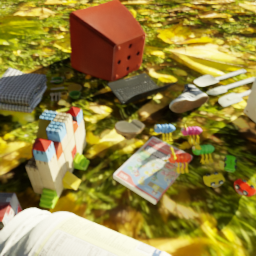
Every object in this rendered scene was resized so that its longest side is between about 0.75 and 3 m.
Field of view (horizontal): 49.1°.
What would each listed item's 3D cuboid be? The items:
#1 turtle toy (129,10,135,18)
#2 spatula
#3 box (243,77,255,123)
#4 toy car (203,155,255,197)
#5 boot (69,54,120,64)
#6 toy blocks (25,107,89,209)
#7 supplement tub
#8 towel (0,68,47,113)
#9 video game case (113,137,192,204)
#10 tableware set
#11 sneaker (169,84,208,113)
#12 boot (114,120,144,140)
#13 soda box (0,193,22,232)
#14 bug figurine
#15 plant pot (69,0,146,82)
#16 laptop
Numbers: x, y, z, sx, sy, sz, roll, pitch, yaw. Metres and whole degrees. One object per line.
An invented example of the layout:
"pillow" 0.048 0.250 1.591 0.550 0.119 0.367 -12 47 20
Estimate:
"turtle toy" -0.327 -4.999 14.587 2.286 1.666 1.155 -26 69 -25
"spatula" 4.434 -1.839 11.827 2.862 0.230 1.990 -20 44 -21
"box" 5.688 -1.100 9.936 2.527 1.572 1.232 -14 43 -16
"toy car" 2.926 1.353 8.100 1.421 0.317 1.337 13 42 14
"boot" -1.274 -3.444 13.068 2.399 0.870 2.181 17 56 33
"toy blocks" -1.986 0.436 7.876 1.444 1.975 2.890 9 42 11
"supplement tub" -0.841 2.831 4.997 2.969 2.152 2.152 16 44 17
"towel" -4.242 -1.501 10.937 1.687 0.872 2.038 5 41 4
"video game case" 0.775 1.170 8.407 1.492 0.182 2.086 27 48 27
"tableware set" -2.615 -1.793 11.714 1.299 0.296 1.929 -6 41 -8
"sneaker" 2.125 -1.157 10.724 1.737 0.609 0.942 -14 48 -26
"boot" -0.009 0.156 8.778 0.619 0.634 1.680 37 17 17
"soda box" -4.001 2.117 6.864 2.440 0.774 0.854 1 40 3
"bug figurine" 1.705 0.442 8.780 1.687 0.560 2.176 -4 35 -12
"plant pot" -0.758 -3.573 12.180 2.655 2.652 2.340 -31 58 -31
"laptop" 0.468 -1.735 10.989 1.897 1.106 2.141 -19 52 -22
